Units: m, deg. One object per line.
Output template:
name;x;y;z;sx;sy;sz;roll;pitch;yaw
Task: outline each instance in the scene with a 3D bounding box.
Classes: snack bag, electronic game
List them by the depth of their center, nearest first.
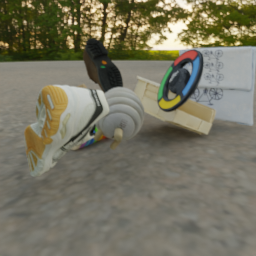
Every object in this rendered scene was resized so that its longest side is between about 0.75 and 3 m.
electronic game;1.219;-1.136;6.756;0.340;1.633;1.633;24;9;-21
snack bag;3.164;-1.486;10.176;2.690;2.853;0.305;10;31;36

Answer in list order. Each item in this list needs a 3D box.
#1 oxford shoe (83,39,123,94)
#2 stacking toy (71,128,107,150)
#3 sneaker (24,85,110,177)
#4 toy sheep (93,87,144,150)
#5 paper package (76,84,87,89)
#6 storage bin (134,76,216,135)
oxford shoe;-0.830;-1.721;9.118;0.817;2.248;0.949;-12;-21;-33
stacking toy;-1.068;0.178;8.646;0.748;0.748;1.753;15;17;40
sneaker;-1.259;0.181;5.508;1.216;1.049;2.773;-8;-20;-34
toy sheep;-0.238;-0.271;6.899;1.389;1.389;2.014;-1;36;-5
paper package;-1.898;-0.841;9.941;1.211;0.627;1.154;-23;47;8
storage bin;1.467;-0.694;9.234;2.104;0.986;2.089;17;10;-43
